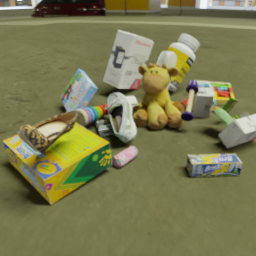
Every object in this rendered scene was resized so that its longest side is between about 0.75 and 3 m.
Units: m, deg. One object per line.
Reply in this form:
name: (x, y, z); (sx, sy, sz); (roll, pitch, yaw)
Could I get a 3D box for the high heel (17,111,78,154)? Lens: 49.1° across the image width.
high heel: (-1.946, -0.113, 7.097); (0.770, 2.156, 1.537); (42, 78, 4)

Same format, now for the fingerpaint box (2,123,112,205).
fingerpaint box: (-2.239, 0.824, 8.856); (2.255, 0.992, 2.703); (-30, 40, -34)

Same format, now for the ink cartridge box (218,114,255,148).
ink cartridge box: (4.199, 0.099, 10.128); (1.486, 1.089, 0.615); (-14, 63, -28)

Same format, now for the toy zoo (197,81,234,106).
toy zoo: (4.440, -1.806, 14.658); (1.965, 0.306, 2.995); (6, 29, 11)

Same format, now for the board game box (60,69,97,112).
board game box: (-2.219, -1.508, 12.299); (0.399, 1.648, 2.179); (27, 14, -36)

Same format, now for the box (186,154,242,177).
box: (2.700, 1.181, 8.849); (1.595, 0.513, 0.559); (0, 27, -3)

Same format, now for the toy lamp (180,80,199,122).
toy lamp: (2.556, -1.165, 11.461); (0.567, 0.567, 1.949); (8, 57, 15)

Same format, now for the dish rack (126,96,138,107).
dish rack: (0.015, -1.343, 13.902); (0.883, 0.224, 1.029); (-3, 29, -7)

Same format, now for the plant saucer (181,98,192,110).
plant saucer: (3.028, -1.173, 13.622); (0.982, 0.181, 0.984); (18, 32, 29)

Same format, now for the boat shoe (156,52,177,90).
boat shoe: (1.564, -2.572, 13.900); (0.904, 2.510, 0.860); (1, 21, -37)

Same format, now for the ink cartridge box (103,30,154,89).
ink cartridge box: (0.028, -3.485, 14.637); (1.144, 2.713, 1.964); (29, 20, 27)

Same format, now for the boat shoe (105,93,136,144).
boat shoe: (-0.367, -0.523, 10.727); (0.904, 0.787, 2.453); (-34, 48, 24)

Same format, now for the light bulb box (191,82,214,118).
light bulb box: (3.281, -1.279, 12.542); (0.740, 1.175, 1.185); (3, 41, 3)

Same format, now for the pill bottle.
pill bottle: (2.561, -3.481, 14.874); (1.545, 2.776, 1.545); (31, 5, -3)

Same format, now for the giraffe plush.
giraffe plush: (1.271, -1.520, 12.002); (2.415, 2.270, 2.799); (-3, 28, -3)

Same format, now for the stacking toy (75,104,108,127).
stacking toy: (-1.399, -0.616, 11.670); (0.757, 0.757, 1.772); (20, 28, 32)

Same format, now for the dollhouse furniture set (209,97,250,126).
dollhouse furniture set: (4.061, -0.629, 10.984); (1.614, 0.810, 1.057); (5, 35, -51)

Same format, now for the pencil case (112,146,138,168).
pencil case: (-0.102, 0.958, 9.376); (0.432, 0.432, 0.987); (22, 35, 35)

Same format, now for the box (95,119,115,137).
box: (-0.828, -0.020, 11.325); (0.849, 0.268, 1.077); (-7, 27, -10)
